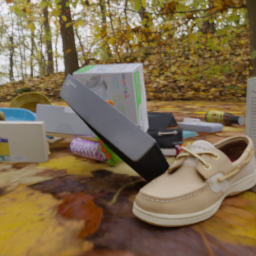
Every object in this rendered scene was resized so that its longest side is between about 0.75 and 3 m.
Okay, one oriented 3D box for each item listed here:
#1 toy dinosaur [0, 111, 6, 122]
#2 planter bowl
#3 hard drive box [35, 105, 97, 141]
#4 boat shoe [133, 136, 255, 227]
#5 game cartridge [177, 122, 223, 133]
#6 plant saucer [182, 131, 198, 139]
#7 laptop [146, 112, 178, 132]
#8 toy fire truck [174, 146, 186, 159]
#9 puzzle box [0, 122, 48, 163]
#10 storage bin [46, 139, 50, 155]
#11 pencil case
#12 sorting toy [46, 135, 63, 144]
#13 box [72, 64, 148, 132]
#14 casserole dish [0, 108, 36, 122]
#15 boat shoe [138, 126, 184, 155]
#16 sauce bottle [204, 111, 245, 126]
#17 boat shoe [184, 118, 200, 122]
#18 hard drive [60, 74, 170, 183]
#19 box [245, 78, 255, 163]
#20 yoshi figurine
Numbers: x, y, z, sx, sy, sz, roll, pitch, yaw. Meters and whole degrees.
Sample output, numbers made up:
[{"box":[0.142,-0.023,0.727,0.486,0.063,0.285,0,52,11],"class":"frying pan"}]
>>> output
[{"box":[-3.730,0.219,8.882,1.390,0.800,2.748,-4,-22,12],"class":"toy dinosaur"},{"box":[-4.666,-0.659,13.527,2.044,2.044,0.851,-1,-29,-6],"class":"planter bowl"},{"box":[-1.735,-0.091,8.653,1.607,0.792,2.063,5,-6,1],"class":"hard drive box"},{"box":[1.154,0.661,4.431,2.779,0.961,1.025,-11,15,-43],"class":"boat shoe"},{"box":[3.193,-0.048,12.604,1.182,0.369,1.775,-1,6,-45],"class":"game cartridge"},{"box":[1.856,0.289,10.601,1.879,0.178,0.657,-8,11,-42],"class":"plant saucer"},{"box":[1.067,-0.044,13.366,2.137,1.323,2.282,3,36,22],"class":"laptop"},{"box":[1.655,0.613,7.024,0.947,0.327,1.343,-2,1,5],"class":"toy fire truck"},{"box":[-2.760,0.339,6.858,1.518,1.010,0.193,1,17,5],"class":"puzzle box"},{"box":[-2.660,0.572,7.478,0.884,0.414,0.878,1,8,5],"class":"storage bin"},{"box":[-1.016,0.533,7.371,1.190,0.509,0.499,7,15,39],"class":"pencil case"},{"box":[-2.999,0.101,10.004,1.422,0.259,1.316,23,10,3],"class":"sorting toy"},{"box":[-0.532,-0.926,10.036,2.204,2.498,1.208,4,27,20],"class":"box"},{"box":[-4.746,-0.155,10.450,2.968,0.576,1.798,-1,28,-40],"class":"casserole dish"},{"box":[0.329,0.306,8.060,2.516,0.759,0.929,3,6,19],"class":"boat shoe"},{"box":[4.877,-0.479,14.260,0.723,0.723,2.233,-4,7,-27],"class":"sauce bottle"},{"box":[3.427,-0.365,15.117,0.908,0.327,0.311,-3,-6,-6],"class":"boat shoe"},{"box":[-0.271,0.071,5.268,2.446,0.518,1.650,39,-10,35],"class":"hard drive"},{"box":[4.421,-0.152,6.416,2.430,2.092,2.442,-5,9,-32],"class":"box"},{"box":[-0.414,0.150,6.899,0.879,1.571,0.883,-16,-17,-13],"class":"yoshi figurine"}]
